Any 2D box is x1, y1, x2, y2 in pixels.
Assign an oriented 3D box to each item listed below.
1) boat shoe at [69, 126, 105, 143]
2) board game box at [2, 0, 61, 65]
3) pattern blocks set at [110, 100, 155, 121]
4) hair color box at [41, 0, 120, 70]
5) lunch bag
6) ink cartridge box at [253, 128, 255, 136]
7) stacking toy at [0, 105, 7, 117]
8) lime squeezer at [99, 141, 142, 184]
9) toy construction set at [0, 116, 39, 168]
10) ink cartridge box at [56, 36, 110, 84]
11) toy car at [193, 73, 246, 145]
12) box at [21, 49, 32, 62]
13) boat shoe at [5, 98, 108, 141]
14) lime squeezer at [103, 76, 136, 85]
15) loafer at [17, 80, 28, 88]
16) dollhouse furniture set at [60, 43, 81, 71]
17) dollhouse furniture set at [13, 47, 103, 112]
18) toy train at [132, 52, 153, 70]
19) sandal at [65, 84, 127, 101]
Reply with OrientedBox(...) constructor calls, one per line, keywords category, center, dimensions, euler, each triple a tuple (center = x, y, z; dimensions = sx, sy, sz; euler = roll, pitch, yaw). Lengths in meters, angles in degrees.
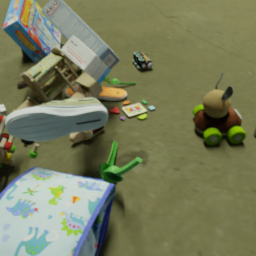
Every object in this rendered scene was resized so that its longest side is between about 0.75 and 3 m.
OrientedBox(category="boat shoe", center=(-1.220, 0.117, 8.537), dimensions=(0.420, 0.448, 1.215), euler=(24, 44, 35))
OrientedBox(category="board game box", center=(-3.291, -3.413, 9.944), dimensions=(0.595, 2.086, 2.130), euler=(-20, 51, 16))
OrientedBox(category="pattern blocks set", center=(0.197, -0.622, 9.731), dimensions=(1.362, 0.110, 1.197), euler=(-29, 47, -32))
OrientedBox(category="hair color box", center=(-1.545, -3.022, 9.267), dimensions=(0.792, 1.293, 2.611), euler=(-44, 78, 7))
OrientedBox(category="lunch bag", center=(-1.534, 1.917, 5.442), dimensions=(2.029, 1.521, 2.386), euler=(10, 49, 13))
OrientedBox(category="ink cartridge box", center=(4.618, -0.096, 8.739), dimensions=(0.893, 0.520, 1.235), euler=(27, 46, 29))
OrientedBox(category="stacking toy", center=(-5.187, -0.665, 9.466), dimensions=(1.682, 0.524, 2.231), euler=(-22, 43, -25))
OrientedBox(category="lime squeezer", center=(-0.267, 0.968, 6.899), dimensions=(0.967, 0.517, 2.739), euler=(-43, 11, -7))
OrientedBox(category="toy construction set", center=(-3.444, 0.535, 6.985), dimensions=(1.820, 1.399, 1.518), euler=(9, 27, -39))
OrientedBox(category="ink cartridge box", center=(-1.084, -1.728, 7.047), dimensions=(0.855, 1.477, 0.492), euler=(42, 94, 14))
OrientedBox(category="toy car", center=(2.809, -0.659, 8.393), dimensions=(1.444, 1.830, 1.503), euler=(-3, 39, -4))
OrientedBox(category="box", center=(-4.235, -3.933, 12.833), dimensions=(1.415, 1.392, 0.831), euler=(-14, 40, -16))
OrientedBox(category="boat shoe", center=(-1.563, -0.236, 6.279), dimensions=(2.217, 0.798, 0.688), euler=(-6, 38, -25))
OrientedBox(category="lime squeezer", center=(-0.579, -1.954, 10.818), dimensions=(0.355, 1.881, 0.664), euler=(0, 63, 59))
OrientedBox(category="loafer", center=(-4.045, -1.904, 11.158), dimensions=(0.335, 0.326, 0.919), euler=(25, 45, 28))
OrientedBox(category="dollhouse furniture set", center=(-2.583, -3.150, 12.314), dimensions=(1.174, 1.167, 1.666), euler=(-1, 15, 0))
OrientedBox(category="dollhouse furniture set", center=(-2.292, -1.106, 8.400), dimensions=(1.992, 1.252, 2.252), euler=(27, 66, 35))
OrientedBox(category="toy train", center=(0.639, -2.986, 12.407), dimensions=(0.701, 0.524, 1.230), euler=(-4, 38, -20))
OrientedBox(category="sandal", center=(-1.188, -1.498, 10.383), dimensions=(2.292, 0.657, 0.878), euler=(2, 39, 3))
